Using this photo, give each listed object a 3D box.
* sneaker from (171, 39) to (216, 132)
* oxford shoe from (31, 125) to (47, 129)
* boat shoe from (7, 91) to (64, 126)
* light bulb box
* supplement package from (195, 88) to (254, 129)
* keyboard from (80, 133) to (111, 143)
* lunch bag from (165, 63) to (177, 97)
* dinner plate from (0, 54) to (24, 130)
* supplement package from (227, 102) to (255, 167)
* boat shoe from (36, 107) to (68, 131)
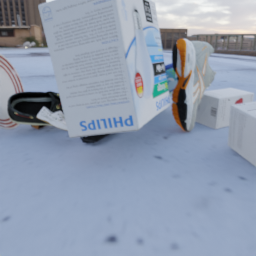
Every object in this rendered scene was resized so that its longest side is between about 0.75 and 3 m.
[{"bbox_3d":[2.019,-1.206,8.225,1.245,2.706,1.024,-7,19,-16],"label":"sneaker"},{"bbox_3d":[-2.628,-0.234,9.002,0.344,0.344,0.966,27,49,24],"label":"oxford shoe"},{"bbox_3d":[-2.264,-0.601,8.610,2.701,0.988,0.846,-1,-24,-19],"label":"boat shoe"},{"bbox_3d":[-0.305,-1.546,6.811,1.780,2.853,2.828,-6,13,24],"label":"light bulb box"},{"bbox_3d":[3.182,-0.692,9.327,1.682,1.020,1.008,-11,22,-29],"label":"supplement package"},{"bbox_3d":[-0.892,0.184,8.099,0.813,0.132,1.279,6,20,29],"label":"keyboard"},{"bbox_3d":[1.004,-1.392,9.780,1.979,1.015,2.462,-27,-1,10],"label":"lunch bag"},{"bbox_3d":[-3.878,-1.103,8.440,0.290,2.389,2.389,-11,18,10],"label":"dinner plate"},{"bbox_3d":[3.306,0.209,6.364,1.142,1.157,1.908,-8,23,-10],"label":"supplement package"},{"bbox_3d":[-1.959,-0.252,7.760,1.288,0.446,0.456,23,-3,19],"label":"boat shoe"}]
